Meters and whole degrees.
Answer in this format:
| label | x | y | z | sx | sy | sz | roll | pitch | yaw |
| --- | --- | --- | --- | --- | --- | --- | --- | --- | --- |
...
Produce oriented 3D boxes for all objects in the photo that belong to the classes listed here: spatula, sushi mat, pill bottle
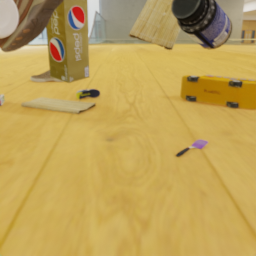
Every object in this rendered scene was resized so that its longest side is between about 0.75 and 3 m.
| label | x | y | z | sx | sy | sz | roll | pitch | yaw |
| --- | --- | --- | --- | --- | --- | --- | --- | --- | --- |
| spatula | 1.495 | 0.489 | 6.703 | 1.086 | 0.112 | 0.307 | -18 | 25 | -39 |
| sushi mat | -2.540 | -0.847 | 10.286 | 2.526 | 0.153 | 1.208 | 8 | 21 | 21 |
| pill bottle | -3.193 | -2.407 | 6.135 | 0.982 | 0.982 | 1.792 | -17 | 20 | -39 |
| sushi mat | 1.122 | -3.596 | 8.870 | 1.371 | 0.173 | 2.866 | 22 | 60 | 3 |
| pill bottle | 1.846 | -2.723 | 7.022 | 0.997 | 0.997 | 1.783 | 17 | 3 | 39 |

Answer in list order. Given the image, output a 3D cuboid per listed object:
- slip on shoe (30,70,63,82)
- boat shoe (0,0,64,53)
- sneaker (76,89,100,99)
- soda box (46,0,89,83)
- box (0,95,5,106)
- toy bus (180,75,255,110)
| label | x | y | z | sx | sy | sz | roll | pitch | yaw |
| --- | --- | --- | --- | --- | --- | --- | --- | --- | --- |
| slip on shoe | -4.131 | -2.782 | 14.833 | 2.085 | 0.632 | 0.793 | 1 | 20 | 4 |
| boat shoe | -2.429 | -2.930 | 6.815 | 2.573 | 0.924 | 0.974 | -41 | 3 | 21 |
| sneaker | -1.668 | -1.430 | 11.556 | 1.019 | 0.377 | 0.419 | -6 | 19 | -18 |
| soda box | -1.778 | -2.816 | 8.181 | 0.943 | 2.785 | 0.892 | 22 | 32 | 34 |
| box | -5.534 | -0.998 | 10.511 | 1.533 | 0.266 | 0.844 | -4 | 21 | -12 |
| toy bus | 3.565 | -1.436 | 10.669 | 2.987 | 0.972 | 1.169 | 13 | 24 | 32 |
